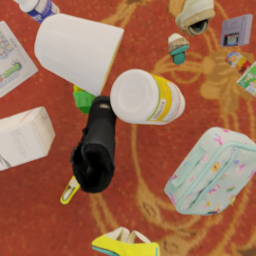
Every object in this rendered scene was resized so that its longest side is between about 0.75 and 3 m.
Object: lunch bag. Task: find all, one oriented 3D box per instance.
[{"bbox_3d":[2.123,1.208,7.096,2.408,1.932,0.928,-60,40,21],"label":"lunch bag"}]

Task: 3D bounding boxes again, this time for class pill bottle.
[{"bbox_3d":[-2.539,-3.373,7.660,0.697,1.165,0.697,-11,69,29],"label":"pill bottle"},{"bbox_3d":[0.679,-0.736,7.618,1.294,2.330,1.294,-1,89,32],"label":"pill bottle"}]

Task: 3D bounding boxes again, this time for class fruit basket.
[{"bbox_3d":[-1.378,-1.038,9.060,0.788,1.092,1.092,-3,71,6],"label":"fruit basket"}]

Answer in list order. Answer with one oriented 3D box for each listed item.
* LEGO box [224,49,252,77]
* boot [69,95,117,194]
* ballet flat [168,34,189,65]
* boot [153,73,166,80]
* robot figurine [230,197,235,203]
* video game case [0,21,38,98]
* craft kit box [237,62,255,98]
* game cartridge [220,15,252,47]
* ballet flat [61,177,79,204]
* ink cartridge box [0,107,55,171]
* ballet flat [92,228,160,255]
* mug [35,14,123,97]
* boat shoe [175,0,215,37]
[{"bbox_3d":[3.659,-1.967,9.022,0.438,1.134,0.845,-48,65,21],"label":"LEGO box"},{"bbox_3d":[-0.892,0.828,7.315,1.064,2.787,2.342,11,37,-4],"label":"boot"},{"bbox_3d":[1.404,-2.329,8.101,0.591,1.742,0.656,-18,85,9],"label":"ballet flat"},{"bbox_3d":[1.075,-1.070,9.481,1.383,0.487,0.990,43,84,-13],"label":"boot"},{"bbox_3d":[3.324,2.159,9.705,0.919,0.606,1.048,-3,70,-10],"label":"robot figurine"},{"bbox_3d":[-3.881,-1.859,8.194,1.861,1.694,0.220,-42,37,-17],"label":"video game case"},{"bbox_3d":[3.755,-1.332,7.778,0.994,0.241,0.981,37,119,2],"label":"craft kit box"},{"bbox_3d":[2.962,-2.664,7.801,0.227,1.181,0.766,5,101,-15],"label":"game cartridge"},{"bbox_3d":[-2.006,2.146,9.834,0.374,0.376,1.121,27,73,9],"label":"ballet flat"},{"bbox_3d":[-3.686,0.423,8.283,2.663,1.939,1.129,-20,108,-1],"label":"ink cartridge box"},{"bbox_3d":[-0.052,2.485,5.907,0.660,1.977,0.663,32,67,-30],"label":"ballet flat"},{"bbox_3d":[-1.445,-1.982,7.834,1.986,2.419,1.937,20,58,-6],"label":"mug"},{"bbox_3d":[1.962,-3.145,8.293,0.886,2.393,0.794,-17,90,5],"label":"boat shoe"}]
